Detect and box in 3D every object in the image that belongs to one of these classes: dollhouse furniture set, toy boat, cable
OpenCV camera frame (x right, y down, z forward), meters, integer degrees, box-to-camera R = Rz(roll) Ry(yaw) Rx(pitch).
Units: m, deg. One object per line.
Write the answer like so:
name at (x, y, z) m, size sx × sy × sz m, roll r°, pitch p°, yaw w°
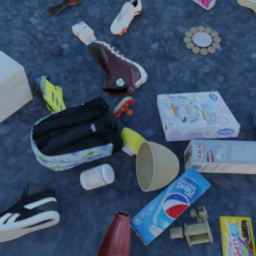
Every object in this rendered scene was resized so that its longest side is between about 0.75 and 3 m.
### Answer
dollhouse furniture set at (1.654, 2.632, 7.443) m, size 0.971 × 0.540 × 0.858 m, roll -15°, pitch 24°, yaw 16°
toy boat at (-0.072, -0.602, 8.882) m, size 0.496 × 0.495 × 0.759 m, roll 41°, pitch 86°, yaw 3°
cable at (-2.509, -4.952, 11.254) m, size 0.774 × 0.401 × 1.593 m, roll 37°, pitch 81°, yaw -1°

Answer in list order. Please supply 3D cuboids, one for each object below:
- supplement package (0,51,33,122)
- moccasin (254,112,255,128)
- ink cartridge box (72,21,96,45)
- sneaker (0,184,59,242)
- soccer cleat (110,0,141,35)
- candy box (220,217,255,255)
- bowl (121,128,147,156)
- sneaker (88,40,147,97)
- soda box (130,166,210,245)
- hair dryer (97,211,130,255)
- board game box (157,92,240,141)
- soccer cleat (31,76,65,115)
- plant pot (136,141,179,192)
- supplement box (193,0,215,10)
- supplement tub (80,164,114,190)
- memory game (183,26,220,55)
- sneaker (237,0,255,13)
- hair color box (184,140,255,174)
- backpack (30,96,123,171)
supplement package at (-3.930, -1.244, 8.604) m, size 1.057 × 1.437 × 1.374 m, roll 36°, pitch 61°, yaw 16°
moccasin at (4.294, 0.012, 8.533) m, size 0.713 × 0.604 × 1.771 m, roll 7°, pitch 64°, yaw 3°
ink cartridge box at (-1.637, -3.549, 10.476) m, size 0.493 × 0.291 × 0.857 m, roll -37°, pitch 69°, yaw -17°
sneaker at (-2.928, 2.191, 7.461) m, size 2.174 × 0.794 × 1.216 m, roll -14°, pitch 51°, yaw -3°
soccer cleat at (-0.089, -4.257, 10.556) m, size 0.624 × 0.774 × 1.818 m, roll 31°, pitch 67°, yaw 15°
candy box at (2.850, 3.113, 7.226) m, size 0.793 × 0.205 × 1.552 m, roll 1°, pitch 64°, yaw 3°
bowl at (0.106, 0.492, 8.140) m, size 0.960 × 0.960 × 0.517 m, roll 34°, pitch 76°, yaw 15°
sneaker at (-0.663, -1.904, 9.347) m, size 2.378 × 0.900 × 1.374 m, roll 33°, pitch 71°, yaw 14°
soda box at (1.095, 2.052, 7.431) m, size 2.245 × 0.762 × 0.720 m, roll -37°, pitch 70°, yaw -17°
hair dryer at (-0.083, 3.272, 6.170) m, size 0.764 × 2.141 × 2.812 m, roll 14°, pitch 52°, yaw -30°
board game box at (1.968, -0.400, 8.336) m, size 1.974 × 0.407 × 1.979 m, roll -3°, pitch 36°, yaw 0°
soccer cleat at (-2.384, -0.989, 9.045) m, size 0.794 × 0.614 × 1.899 m, roll -31°, pitch 69°, yaw -25°
plant pot at (0.826, 1.016, 7.434) m, size 0.871 × 1.297 × 1.297 m, roll 3°, pitch 62°, yaw -18°
supplement box at (3.051, -5.166, 11.210) m, size 0.414 × 0.406 × 0.802 m, roll -40°, pitch 70°, yaw -17°
supplement tub at (-0.848, 1.360, 7.744) m, size 0.817 × 0.539 × 0.539 m, roll -21°, pitch 61°, yaw 24°
memory game at (2.758, -3.268, 10.451) m, size 1.384 × 0.088 × 1.384 m, roll 0°, pitch 64°, yaw 0°
sneaker at (5.189, -4.985, 11.019) m, size 0.849 × 0.585 × 1.525 m, roll -44°, pitch 65°, yaw -10°
hair color box at (2.769, 0.829, 7.851) m, size 2.189 × 1.084 × 0.664 m, roll 1°, pitch 67°, yaw 1°
backpack at (-1.578, 0.291, 7.965) m, size 2.257 × 1.735 × 1.841 m, roll -15°, pitch 65°, yaw -30°
